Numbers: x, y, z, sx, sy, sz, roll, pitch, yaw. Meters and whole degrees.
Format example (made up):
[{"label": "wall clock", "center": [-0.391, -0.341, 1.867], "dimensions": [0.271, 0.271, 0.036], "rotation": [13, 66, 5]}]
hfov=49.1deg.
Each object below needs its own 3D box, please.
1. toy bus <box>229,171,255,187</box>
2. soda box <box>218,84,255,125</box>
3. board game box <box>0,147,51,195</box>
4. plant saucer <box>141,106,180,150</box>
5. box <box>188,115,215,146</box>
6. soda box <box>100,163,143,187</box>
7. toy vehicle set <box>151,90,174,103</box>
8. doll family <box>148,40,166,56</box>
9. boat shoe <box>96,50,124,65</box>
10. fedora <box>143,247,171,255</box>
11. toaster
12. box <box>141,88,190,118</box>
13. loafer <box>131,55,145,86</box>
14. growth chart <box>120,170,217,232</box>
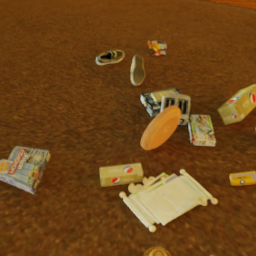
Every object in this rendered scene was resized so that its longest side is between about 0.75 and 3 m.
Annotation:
[{"label": "toy bus", "center": [3.593, 1.547, 8.487], "dimensions": [0.923, 0.301, 0.361], "rotation": [-9, 63, 9]}, {"label": "soda box", "center": [4.514, -0.957, 11.196], "dimensions": [2.207, 0.707, 0.748], "rotation": [-33, 7, -38]}, {"label": "board game box", "center": [-3.327, 1.163, 8.534], "dimensions": [1.486, 0.459, 1.487], "rotation": [8, 50, 4]}, {"label": "plant saucer", "center": [1.147, 0.061, 9.371], "dimensions": [1.785, 1.785, 0.288], "rotation": [-30, 60, -32]}, {"label": "box", "center": [2.725, 0.073, 10.516], "dimensions": [0.846, 0.267, 1.537], "rotation": [3, 38, 3]}, {"label": "soda box", "center": [-0.215, 1.456, 8.685], "dimensions": [1.306, 0.418, 0.442], "rotation": [-5, 39, -7]}, {"label": "toy vehicle set", "center": [1.496, -1.329, 11.766], "dimensions": [0.926, 0.123, 0.575], "rotation": [-10, 39, -12]}, {"label": "doll family", "center": [1.664, -4.811, 16.312], "dimensions": [1.011, 0.734, 1.629], "rotation": [1, 38, 1]}, {"label": "boat shoe", "center": [-0.872, -3.808, 14.987], "dimensions": [1.759, 0.560, 0.622], "rotation": [-27, 90, -30]}, {"label": "fedora", "center": [0.706, 3.153, 6.617], "dimensions": [0.824, 0.336, 0.824], "rotation": [0, 39, 0]}, {"label": "toaster", "center": [1.823, -0.757, 10.813], "dimensions": [1.072, 0.704, 1.186], "rotation": [8, 77, 2]}, {"label": "box", "center": [1.567, -1.093, 11.902], "dimensions": [1.728, 0.397, 1.373], "rotation": [-11, 40, -14]}, {"label": "loafer", "center": [0.447, -2.708, 13.527], "dimensions": [0.652, 0.588, 1.722], "rotation": [11, 62, -10]}, {"label": "growth chart", "center": [1.123, 1.985, 8.188], "dimensions": [2.402, 0.213, 1.738], "rotation": [-18, 41, -21]}]
